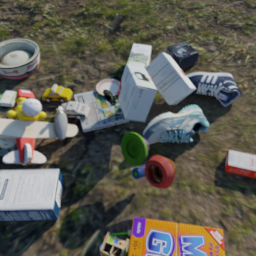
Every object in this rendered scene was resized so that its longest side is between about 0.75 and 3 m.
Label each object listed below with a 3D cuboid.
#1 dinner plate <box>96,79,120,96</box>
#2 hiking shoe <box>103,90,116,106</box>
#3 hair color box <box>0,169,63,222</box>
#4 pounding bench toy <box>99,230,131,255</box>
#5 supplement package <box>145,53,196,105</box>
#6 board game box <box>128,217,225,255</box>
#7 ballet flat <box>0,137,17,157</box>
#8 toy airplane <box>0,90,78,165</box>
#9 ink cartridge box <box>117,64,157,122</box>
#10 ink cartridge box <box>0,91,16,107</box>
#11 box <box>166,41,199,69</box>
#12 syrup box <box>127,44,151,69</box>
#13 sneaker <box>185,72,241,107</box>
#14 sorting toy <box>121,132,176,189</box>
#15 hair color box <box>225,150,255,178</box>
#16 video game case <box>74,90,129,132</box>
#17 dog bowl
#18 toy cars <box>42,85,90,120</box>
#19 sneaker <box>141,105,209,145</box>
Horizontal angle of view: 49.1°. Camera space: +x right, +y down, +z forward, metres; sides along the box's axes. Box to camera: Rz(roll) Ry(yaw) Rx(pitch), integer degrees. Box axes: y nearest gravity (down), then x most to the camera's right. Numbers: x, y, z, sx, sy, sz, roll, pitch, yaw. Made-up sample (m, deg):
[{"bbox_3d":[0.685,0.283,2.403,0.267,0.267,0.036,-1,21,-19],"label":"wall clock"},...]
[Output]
[{"bbox_3d":[-0.844,-1.787,12.569,1.175,0.142,1.175,-1,47,1],"label":"dinner plate"},{"bbox_3d":[-0.723,-1.171,10.141,0.304,0.403,0.801,-41,56,5],"label":"hiking shoe"},{"bbox_3d":[-3.661,2.170,9.028,2.882,0.872,1.441,-1,50,-1],"label":"hair color box"},{"bbox_3d":[-0.358,3.356,8.225,0.735,0.586,0.943,17,52,14],"label":"pounding bench toy"},{"bbox_3d":[1.737,-2.017,11.694,1.872,1.121,1.135,55,24,9],"label":"supplement package"},{"bbox_3d":[1.024,3.764,6.833,2.164,2.165,2.163,6,50,5],"label":"board game box"},{"bbox_3d":[-4.920,0.575,10.394,2.558,0.949,0.949,-7,50,-6],"label":"ballet flat"},{"bbox_3d":[-3.675,-0.108,10.125,2.934,2.079,2.947,38,40,3],"label":"toy airplane"},{"bbox_3d":[0.266,-1.316,10.449,0.797,1.403,1.925,9,33,-19],"label":"ink cartridge box"},{"bbox_3d":[-5.513,-1.300,12.387,1.061,0.254,0.772,6,50,3],"label":"ink cartridge box"},{"bbox_3d":[2.699,-3.638,14.062,1.161,0.693,1.181,-23,55,-18],"label":"box"},{"bbox_3d":[0.464,-2.928,13.283,0.917,0.948,2.328,10,50,5],"label":"syrup box"},{"bbox_3d":[3.554,-1.657,12.220,2.726,0.955,1.479,-6,48,-9],"label":"sneaker"},{"bbox_3d":[0.715,1.043,9.000,0.894,1.309,2.178,-13,50,-43],"label":"sorting toy"},{"bbox_3d":[4.277,1.330,10.022,1.462,0.448,0.742,12,50,11],"label":"hair color box"},{"bbox_3d":[-1.179,-0.851,12.009,1.953,0.236,2.142,-13,50,-11],"label":"video game case"},{"bbox_3d":[-5.449,-3.324,13.673,2.395,0.883,2.395,0,50,0],"label":"dog bowl"},{"bbox_3d":[-2.726,-1.181,11.889,1.221,0.603,2.723,-36,53,-20],"label":"toy cars"},{"bbox_3d":[1.859,0.055,10.697,2.871,1.114,1.239,-23,57,-18],"label":"sneaker"}]
